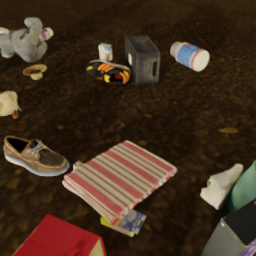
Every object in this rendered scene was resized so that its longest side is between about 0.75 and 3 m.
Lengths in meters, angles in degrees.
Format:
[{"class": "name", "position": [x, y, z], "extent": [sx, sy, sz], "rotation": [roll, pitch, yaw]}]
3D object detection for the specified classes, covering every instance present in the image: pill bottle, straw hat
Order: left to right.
[{"class": "straw hat", "position": [-4.580, -2.677, 13.933], "extent": [1.151, 0.487, 1.151], "rotation": [-4, 38, 3]}, {"class": "pill bottle", "position": [-5.378, -5.899, 17.764], "extent": [0.676, 0.676, 1.214], "rotation": [19, 43, 22]}, {"class": "pill bottle", "position": [3.207, -3.880, 14.929], "extent": [1.099, 1.099, 1.958], "rotation": [-26, 46, -28]}]

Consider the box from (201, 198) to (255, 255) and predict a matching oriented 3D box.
[{"class": "box", "position": [2.551, 2.508, 6.394], "extent": [1.296, 1.837, 0.724], "rotation": [-19, 49, -22]}]

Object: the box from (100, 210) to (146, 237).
[{"class": "box", "position": [-0.125, 2.510, 7.688], "extent": [1.081, 0.258, 0.659], "rotation": [17, 42, 20]}]

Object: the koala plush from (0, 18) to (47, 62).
[{"class": "koala plush", "position": [-6.043, -4.685, 15.246], "extent": [2.412, 2.139, 2.216], "rotation": [8, 51, 3]}]

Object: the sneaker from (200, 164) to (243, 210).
[{"class": "sneaker", "position": [2.879, 1.614, 8.497], "extent": [0.748, 0.656, 1.866], "rotation": [27, 47, 33]}]

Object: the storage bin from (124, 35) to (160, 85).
[{"class": "storage bin", "position": [0.620, -3.419, 13.914], "extent": [1.146, 1.652, 2.444], "rotation": [-9, 40, -11]}]

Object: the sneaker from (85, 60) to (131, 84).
[{"class": "sneaker", "position": [-1.098, -2.650, 13.615], "extent": [2.377, 0.831, 1.070], "rotation": [11, 37, 10]}]

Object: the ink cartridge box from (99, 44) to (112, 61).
[{"class": "ink cartridge box", "position": [-1.250, -4.163, 15.494], "extent": [0.611, 0.846, 0.358], "rotation": [15, 45, 18]}]

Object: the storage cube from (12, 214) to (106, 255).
[{"class": "storage cube", "position": [-1.452, 3.017, 6.021], "extent": [1.481, 1.648, 1.408], "rotation": [13, 41, 25]}]

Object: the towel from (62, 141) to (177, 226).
[{"class": "towel", "position": [-0.196, 1.499, 8.684], "extent": [2.192, 0.448, 2.995], "rotation": [29, 39, 32]}]

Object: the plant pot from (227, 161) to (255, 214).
[{"class": "plant pot", "position": [3.709, 1.722, 7.502], "extent": [1.714, 1.610, 1.714], "rotation": [2, 35, -1]}]

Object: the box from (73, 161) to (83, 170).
[{"class": "box", "position": [-1.197, 1.516, 8.911], "extent": [1.362, 0.282, 0.263], "rotation": [27, 46, 30]}]

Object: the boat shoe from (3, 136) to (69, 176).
[{"class": "boat shoe", "position": [-3.110, 0.878, 9.211], "extent": [2.426, 0.878, 0.876], "rotation": [12, 40, 14]}]

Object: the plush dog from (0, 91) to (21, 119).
[{"class": "plush dog", "position": [-5.242, -0.813, 11.412], "extent": [1.254, 1.172, 1.461], "rotation": [-15, 10, 3]}]
